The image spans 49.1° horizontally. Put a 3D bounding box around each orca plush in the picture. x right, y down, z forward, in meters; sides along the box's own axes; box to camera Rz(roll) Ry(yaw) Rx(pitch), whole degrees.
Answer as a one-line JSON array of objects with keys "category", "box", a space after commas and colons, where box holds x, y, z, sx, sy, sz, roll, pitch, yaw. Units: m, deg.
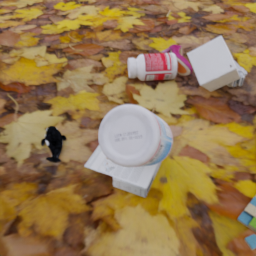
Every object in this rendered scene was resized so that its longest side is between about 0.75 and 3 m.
[{"category": "orca plush", "box": [-2.215, 0.346, 8.084, 0.737, 0.498, 1.401, -1, 42, -1]}]

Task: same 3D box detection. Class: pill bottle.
[{"category": "pill bottle", "box": [0.310, 0.244, 6.132, 1.199, 2.204, 1.199, -2, 83, 18]}, {"category": "pill bottle", "box": [0.901, -2.316, 10.690, 1.769, 0.993, 0.993, -4, 42, -6]}]

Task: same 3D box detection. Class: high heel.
[{"category": "high heel", "box": [2.255, -2.847, 11.482, 1.100, 0.772, 2.293, -24, 33, -10]}]

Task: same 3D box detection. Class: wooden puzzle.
[{"category": "wooden puzzle", "box": [3.432, 2.057, 6.424, 1.293, 0.153, 2.180, 33, 51, 32]}]

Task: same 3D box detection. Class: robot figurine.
[{"category": "robot figurine", "box": [3.873, -2.089, 10.609, 1.158, 0.771, 1.366, -4, 42, -7]}]

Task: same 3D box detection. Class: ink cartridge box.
[{"category": "ink cartridge box", "box": [0.024, 0.775, 7.666, 1.711, 0.429, 1.972, 16, 44, 18]}]

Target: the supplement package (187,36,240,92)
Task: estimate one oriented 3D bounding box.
[{"category": "supplement package", "box": [2.892, -2.041, 9.306, 1.174, 1.160, 1.937, -24, -9, 23]}]
